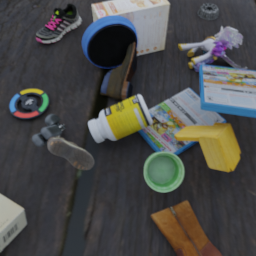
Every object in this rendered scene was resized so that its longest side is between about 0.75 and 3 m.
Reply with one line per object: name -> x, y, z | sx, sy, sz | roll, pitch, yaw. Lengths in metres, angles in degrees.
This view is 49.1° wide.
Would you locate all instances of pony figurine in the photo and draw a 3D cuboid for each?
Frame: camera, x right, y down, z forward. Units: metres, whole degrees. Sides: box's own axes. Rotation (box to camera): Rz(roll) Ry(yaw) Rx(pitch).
pony figurine -> 3.418, -3.063, 10.926 | 2.267, 1.888, 2.189 | -25, 48, 1

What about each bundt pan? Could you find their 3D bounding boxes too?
bundt pan -> 3.850, -5.592, 13.357 | 1.009, 0.379, 1.009 | 0, 54, 1

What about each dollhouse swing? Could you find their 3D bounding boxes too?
dollhouse swing -> 2.099, 0.514, 7.465 | 1.372, 1.206, 1.247 | -28, 98, -55

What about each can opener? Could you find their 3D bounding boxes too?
can opener -> -2.375, 0.086, 8.344 | 0.597, 2.267, 0.753 | -41, 99, 2

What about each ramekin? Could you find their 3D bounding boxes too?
ramekin -> 0.929, 1.159, 7.613 | 1.081, 0.528, 1.081 | 0, 91, -4

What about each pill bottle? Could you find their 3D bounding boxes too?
pill bottle -> -0.254, -0.224, 8.704 | 1.850, 1.036, 1.036 | -24, 56, 4

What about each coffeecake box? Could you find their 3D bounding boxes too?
coffeecake box -> 0.094, -3.929, 11.095 | 2.750, 2.111, 1.005 | -16, 56, -11

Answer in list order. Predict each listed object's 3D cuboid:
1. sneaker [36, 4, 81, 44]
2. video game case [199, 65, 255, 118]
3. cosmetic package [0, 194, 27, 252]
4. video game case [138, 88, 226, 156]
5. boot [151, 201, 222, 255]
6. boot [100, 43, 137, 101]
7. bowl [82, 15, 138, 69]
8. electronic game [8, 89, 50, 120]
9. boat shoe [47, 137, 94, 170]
sneaker -> -3.085, -4.633, 12.234 | 0.907, 1.076, 2.459 | 35, 62, 22
video game case -> 3.102, -1.126, 8.052 | 2.040, 0.254, 2.850 | 9, 33, 8
cosmetic package -> -3.941, 2.210, 7.373 | 2.241, 0.819, 1.160 | 25, 42, 15
video game case -> 1.714, -0.196, 9.591 | 2.659, 0.237, 1.903 | -29, 60, -19
boot -> 1.191, 3.061, 6.959 | 2.057, 0.748, 2.185 | -23, 57, -15
boot -> -0.323, -2.126, 10.337 | 1.107, 0.854, 2.285 | 7, 76, 15
bowl -> -0.638, -3.125, 10.495 | 2.149, 2.149, 0.422 | -15, 55, -11
electronic game -> -3.538, -0.868, 10.028 | 1.433, 0.298, 1.433 | 0, 54, 0
boat shoe -> -1.490, 0.616, 7.425 | 0.538, 1.445, 0.530 | -48, 32, 3
